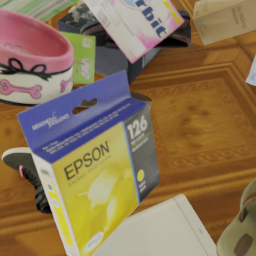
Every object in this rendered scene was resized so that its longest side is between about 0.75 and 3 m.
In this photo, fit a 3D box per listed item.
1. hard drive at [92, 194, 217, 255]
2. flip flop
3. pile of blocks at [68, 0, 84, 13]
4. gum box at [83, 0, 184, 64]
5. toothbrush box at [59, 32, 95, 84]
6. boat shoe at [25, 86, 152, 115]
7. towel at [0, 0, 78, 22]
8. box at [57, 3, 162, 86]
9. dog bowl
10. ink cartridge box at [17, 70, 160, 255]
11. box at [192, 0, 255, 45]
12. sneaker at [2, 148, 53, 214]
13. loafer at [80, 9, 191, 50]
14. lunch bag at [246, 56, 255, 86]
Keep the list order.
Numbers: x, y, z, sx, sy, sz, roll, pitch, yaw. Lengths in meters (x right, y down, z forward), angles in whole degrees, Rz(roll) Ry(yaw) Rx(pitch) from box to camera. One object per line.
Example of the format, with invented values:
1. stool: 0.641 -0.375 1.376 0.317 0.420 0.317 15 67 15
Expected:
1. hard drive: 0.355 2.575 5.471 2.676 0.357 1.765 -20 54 -14
2. flip flop: 1.782 1.215 3.828 0.698 0.495 1.720 33 48 28
3. pile of blocks: -1.831 -4.427 10.907 0.784 0.594 1.911 -23 66 37
4. gum box: -0.042 -2.249 4.885 1.074 0.626 1.893 -44 100 -27
5. toothbrush box: -1.908 -1.371 5.406 2.153 0.927 1.568 -3 11 -26
6. boat shoe: -0.607 -0.215 4.905 2.439 0.829 0.877 2 25 -35
7. towel: -1.637 -3.111 6.141 2.200 0.453 2.949 -26 13 10
8. box: -0.399 -3.096 9.221 2.573 1.536 2.616 26 57 19
9. dog bowl: -1.364 -0.932 3.441 1.536 0.566 1.536 19 32 -13
10. ink cartridge box: -0.274 0.366 3.576 0.428 1.820 1.798 8 29 37
11. box: 2.791 -2.981 7.146 2.019 0.959 0.785 -10 51 35
12. sneaker: -2.009 1.205 6.260 2.250 0.795 1.116 16 48 7
13. loafer: 0.294 -2.328 7.065 2.885 1.037 0.908 -12 87 -12
14. lunch bag: 4.699 -1.873 8.433 1.717 1.287 2.025 24 62 21
